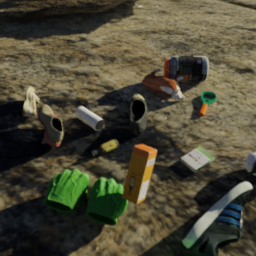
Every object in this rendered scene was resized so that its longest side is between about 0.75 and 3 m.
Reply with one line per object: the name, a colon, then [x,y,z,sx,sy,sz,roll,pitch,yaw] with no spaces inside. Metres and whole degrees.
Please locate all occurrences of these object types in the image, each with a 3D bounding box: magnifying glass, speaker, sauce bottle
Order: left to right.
speaker: [-1.618,-0.392,11.745,1.324,0.538,0.538,31,50,31]
sauce bottle: [-0.865,0.772,10.573,1.045,0.338,0.338,-26,47,-26]
magnifying glass: [3.574,-1.133,12.877,0.736,0.207,1.850,17,42,18]

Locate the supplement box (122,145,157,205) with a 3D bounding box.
supplement box: [0.320,1.339,8.104,0.542,1.628,0.560,20,12,29]

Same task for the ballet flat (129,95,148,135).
ballet flat: [0.453,-0.702,11.960,0.831,0.710,2.500,0,41,0]

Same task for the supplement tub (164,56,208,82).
supplement tub: [2.884,-2.980,14.131,2.080,1.274,1.274,1,41,0]

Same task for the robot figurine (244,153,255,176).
robot figurine: [4.619,1.363,9.592,1.231,0.925,0.768,26,65,26]

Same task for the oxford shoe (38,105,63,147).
oxford shoe: [-2.967,-0.275,11.064,0.768,0.815,2.180,10,37,-44]

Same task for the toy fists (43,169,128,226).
toy fists: [-1.260,2.093,8.695,2.551,0.877,1.300,12,50,11]

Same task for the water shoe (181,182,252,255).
water shoe: [2.785,2.710,8.066,2.846,1.018,1.123,-32,69,-23]

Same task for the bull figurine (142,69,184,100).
bull figurine: [1.834,-2.124,13.576,2.328,0.758,1.414,27,44,24]

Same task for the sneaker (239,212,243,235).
sneaker: [3.203,2.840,8.310,0.371,0.323,0.825,-5,34,24]

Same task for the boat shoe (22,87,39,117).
boat shoe: [-4.302,-1.153,12.563,0.617,0.685,1.898,6,37,-15]

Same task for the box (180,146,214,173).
box: [2.542,1.147,10.264,1.022,0.186,0.737,-27,48,-26]
